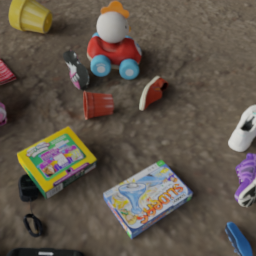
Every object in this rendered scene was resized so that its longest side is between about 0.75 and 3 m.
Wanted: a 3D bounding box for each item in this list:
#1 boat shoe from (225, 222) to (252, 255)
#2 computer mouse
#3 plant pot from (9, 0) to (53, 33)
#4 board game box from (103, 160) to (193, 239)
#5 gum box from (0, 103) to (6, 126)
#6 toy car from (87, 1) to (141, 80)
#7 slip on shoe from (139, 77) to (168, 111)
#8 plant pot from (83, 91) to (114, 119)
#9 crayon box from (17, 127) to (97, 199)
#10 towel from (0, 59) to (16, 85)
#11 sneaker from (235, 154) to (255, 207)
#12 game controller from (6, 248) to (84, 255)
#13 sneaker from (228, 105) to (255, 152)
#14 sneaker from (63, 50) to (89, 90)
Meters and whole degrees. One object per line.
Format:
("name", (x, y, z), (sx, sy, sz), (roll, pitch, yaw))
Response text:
("boat shoe", (2.548, 2.623, 6.452), (0.368, 0.300, 0.874), (-3, 47, -14))
("computer mouse", (-2.489, 1.952, 7.131), (0.524, 0.304, 1.787), (5, 44, -33))
("plant pot", (-4.478, -5.251, 13.199), (1.539, 1.636, 1.636), (21, 48, -2))
("board game box", (0.509, 1.766, 7.229), (1.913, 0.330, 1.295), (-27, 52, -23))
("gum box", (-5.390, -0.384, 8.886), (2.694, 0.891, 1.529), (-27, 51, -23))
("toy car", (-0.402, -3.513, 10.669), (2.156, 2.438, 2.247), (5, 45, -10))
("slip on shoe", (0.906, -1.220, 9.912), (0.560, 0.678, 1.831), (24, 46, 16))
("plant pot", (-0.984, -0.765, 9.335), (0.903, 0.928, 0.928), (-4, 46, -15))
("crayon box", (-1.933, 0.899, 7.707), (1.628, 0.475, 1.405), (-31, 64, -30))
("towel", (-5.516, -2.226, 11.141), (1.438, 0.224, 1.988), (-30, 53, -25))
("sneaker", (3.211, 1.356, 7.523), (0.785, 0.759, 1.883), (14, 37, 34))
("game controller", (-1.847, 3.066, 6.042), (1.810, 0.381, 0.944), (2, 32, 2))
("sneaker", (3.864, -0.200, 8.699), (0.795, 0.935, 2.112), (26, 51, 24))
("sneaker", (-1.899, -2.161, 10.785), (0.689, 0.740, 1.715), (-21, 70, 0))
